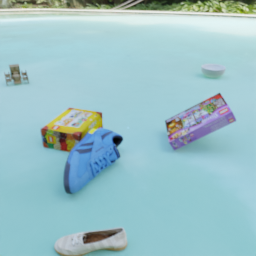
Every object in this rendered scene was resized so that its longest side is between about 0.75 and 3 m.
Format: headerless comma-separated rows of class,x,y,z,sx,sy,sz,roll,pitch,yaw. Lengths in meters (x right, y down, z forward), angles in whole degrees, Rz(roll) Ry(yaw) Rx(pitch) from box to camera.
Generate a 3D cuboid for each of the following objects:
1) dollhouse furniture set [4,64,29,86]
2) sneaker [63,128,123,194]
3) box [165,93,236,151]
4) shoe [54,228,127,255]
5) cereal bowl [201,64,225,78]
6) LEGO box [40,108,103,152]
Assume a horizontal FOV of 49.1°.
dollhouse furniture set,-5.983,-2.684,15.006,1.114,0.844,1.271,-11,51,-20
sneaker,-0.864,0.808,7.768,1.085,0.912,2.767,6,28,13
box,2.228,-0.233,8.991,2.081,0.407,1.424,-28,26,16
shoe,-0.744,2.228,5.600,1.455,0.388,0.509,-3,28,-6
cereal bowl,4.807,-3.203,15.909,1.350,0.562,1.350,1,27,0
LEGO box,-1.836,0.034,9.487,1.362,0.706,1.829,9,29,17
